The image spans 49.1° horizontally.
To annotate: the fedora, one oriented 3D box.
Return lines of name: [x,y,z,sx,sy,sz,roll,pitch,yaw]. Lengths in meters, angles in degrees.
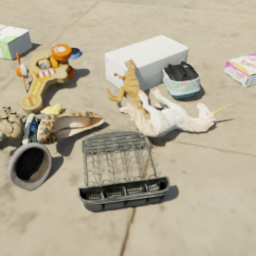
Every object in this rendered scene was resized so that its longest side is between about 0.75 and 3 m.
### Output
fedora: [-2.447,0.917,6.936,0.517,1.012,1.145,1,68,56]

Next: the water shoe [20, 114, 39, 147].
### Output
water shoe: [-2.741,0.149,8.097,0.531,0.481,1.346,16,39,-20]

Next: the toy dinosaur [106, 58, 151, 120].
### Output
toy dinosaur: [0.072,-1.058,8.527,1.343,0.764,2.529,-16,73,2]

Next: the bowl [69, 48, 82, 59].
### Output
bowl: [-2.419,-3.219,12.029,0.835,0.164,0.835,0,41,0]

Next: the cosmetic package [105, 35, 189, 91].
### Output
cosmetic package: [0.692,-2.366,10.356,2.778,1.127,1.567,-26,47,-25]

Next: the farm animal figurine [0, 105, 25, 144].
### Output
farm animal figurine: [-3.480,0.072,7.709,1.743,0.919,1.763,-1,25,33]

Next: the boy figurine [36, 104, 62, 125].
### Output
boy figurine: [-2.435,-0.437,8.766,0.605,0.313,0.973,19,44,18]

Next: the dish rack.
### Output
dish rack: [-0.250,0.836,7.034,2.026,0.720,2.641,-5,41,-7]

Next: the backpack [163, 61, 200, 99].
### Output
backpack: [1.824,-1.579,9.514,1.169,0.992,1.317,-11,31,-5]

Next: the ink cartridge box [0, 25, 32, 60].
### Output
ink cartridge box: [-5.438,-3.739,12.112,1.954,0.821,1.421,15,44,16]

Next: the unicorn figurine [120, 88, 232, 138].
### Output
unicorn figurine: [1.237,-0.391,8.161,2.844,1.050,1.954,-29,61,-29]

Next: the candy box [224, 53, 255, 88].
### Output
candy box: [4.792,-2.255,10.636,1.818,0.555,1.240,-18,45,-18]

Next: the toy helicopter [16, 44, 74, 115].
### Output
toy helicopter: [-3.115,-1.695,9.657,1.965,1.172,2.972,7,53,1]

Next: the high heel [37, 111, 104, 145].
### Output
high heel: [-1.508,-0.041,7.634,1.486,0.744,2.085,-2,17,6]
